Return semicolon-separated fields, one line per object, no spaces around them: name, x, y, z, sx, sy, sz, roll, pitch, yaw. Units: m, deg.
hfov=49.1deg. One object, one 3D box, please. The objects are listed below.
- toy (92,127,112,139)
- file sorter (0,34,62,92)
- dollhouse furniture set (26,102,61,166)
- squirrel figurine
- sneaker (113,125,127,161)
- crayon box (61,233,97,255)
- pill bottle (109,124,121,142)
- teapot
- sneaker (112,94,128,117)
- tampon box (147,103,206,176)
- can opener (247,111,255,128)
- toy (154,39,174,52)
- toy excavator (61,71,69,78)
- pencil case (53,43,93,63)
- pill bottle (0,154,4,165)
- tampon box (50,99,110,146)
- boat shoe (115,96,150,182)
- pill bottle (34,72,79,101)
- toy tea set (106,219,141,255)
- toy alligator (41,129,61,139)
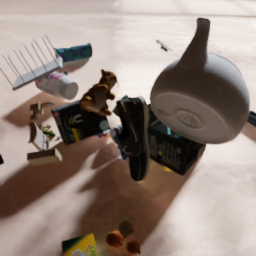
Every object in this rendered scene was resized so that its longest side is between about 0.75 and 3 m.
toy;-0.949;0.240;10.789;0.993;0.235;0.572;-27;16;-40
file sorter;-4.130;-2.829;11.836;2.234;1.391;1.550;-25;31;0
dollhouse furniture set;-2.354;0.209;8.129;0.789;0.924;1.783;-9;62;1
squirrel figurine;-0.771;-0.979;7.440;1.208;0.855;1.128;2;67;59
sneaker;-0.269;0.516;9.903;0.528;0.475;1.284;-2;81;-19
crayon box;-1.117;3.369;6.799;0.833;0.409;1.403;-10;40;-13
pill bottle;-0.080;0.107;10.676;1.142;0.652;0.652;-28;46;-28
teapot;2.154;-1.001;7.824;2.869;2.906;2.123;34;70;-5
sneaker;-0.164;-0.702;9.310;0.450;1.125;0.402;43;57;3
tampon box;1.433;0.236;9.879;2.300;1.452;1.724;27;45;30
can opener;5.578;-0.141;10.922;0.604;0.757;2.263;-22;44;-25
toy;1.666;-3.818;13.259;0.631;0.259;1.095;1;41;-43
toy excavator;-3.031;-2.237;13.773;0.537;1.075;1.045;-37;7;-36
pencil case;-3.116;-4.274;15.986;2.142;0.911;0.990;-15;52;-18
pill bottle;-5.022;1.243;9.003;1.772;0.991;0.991;-29;47;-31
tampon box;-1.754;-0.326;10.320;1.751;1.312;1.105;-22;17;-17
boat shoe;0.090;0.416;8.738;0.936;2.770;0.995;-12;18;-26
pill bottle;-3.293;-1.978;12.966;1.904;1.079;1.079;23;44;26
toy tea set;0.005;3.123;7.084;0.863;0.537;1.451;-31;59;13
toy alligator;-3.046;0.211;10.907;0.956;0.230;0.317;12;41;16
